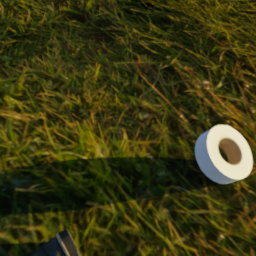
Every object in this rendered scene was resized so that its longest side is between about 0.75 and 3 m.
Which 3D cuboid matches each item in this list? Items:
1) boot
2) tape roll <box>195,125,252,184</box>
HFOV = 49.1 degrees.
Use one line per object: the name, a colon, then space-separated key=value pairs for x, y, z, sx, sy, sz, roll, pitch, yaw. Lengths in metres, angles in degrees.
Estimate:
boot: x=-1.798 y=4.097 z=6.788 sx=1.914 sy=1.072 sz=2.767 roll=-27 pitch=39 yaw=-17
tape roll: x=3.178 y=0.873 z=9.327 sx=1.897 sy=0.663 sz=1.897 roll=11 pitch=62 yaw=-21
